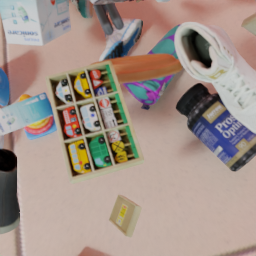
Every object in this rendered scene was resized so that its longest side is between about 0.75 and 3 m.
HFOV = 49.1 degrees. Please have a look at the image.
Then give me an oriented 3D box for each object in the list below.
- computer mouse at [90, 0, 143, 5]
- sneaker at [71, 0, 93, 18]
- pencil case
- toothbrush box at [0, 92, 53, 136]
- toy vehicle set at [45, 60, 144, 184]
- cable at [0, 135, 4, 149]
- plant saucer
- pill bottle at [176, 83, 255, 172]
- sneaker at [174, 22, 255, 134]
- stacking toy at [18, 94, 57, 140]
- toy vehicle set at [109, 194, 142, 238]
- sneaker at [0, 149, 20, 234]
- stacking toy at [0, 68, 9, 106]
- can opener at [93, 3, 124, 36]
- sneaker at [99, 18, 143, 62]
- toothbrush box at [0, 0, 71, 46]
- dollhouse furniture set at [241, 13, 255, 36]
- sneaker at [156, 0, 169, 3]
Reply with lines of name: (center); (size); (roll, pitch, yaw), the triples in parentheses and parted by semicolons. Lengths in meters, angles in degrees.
computer mouse: (-0.002, -3.005, 5.928); (1.180, 0.472, 2.153); (-4, 19, 38)
sneaker: (-1.864, -4.914, 10.450); (0.952, 0.851, 2.383); (-10, 59, -1)
pencil case: (1.145, -1.982, 8.820); (1.319, 1.215, 2.855); (28, 68, 29)
toothbrush box: (-2.369, -0.307, 6.316); (1.276, 0.934, 0.544); (-23, 99, -16)
toy vehicle set: (-0.427, -0.111, 3.387); (0.858, 0.183, 1.382); (-16, 70, -6)
cable: (-4.567, 0.420, 8.018); (1.860, 0.644, 1.860); (30, 69, 12)
plant saucer: (0.047, -1.245, 5.721); (2.061, 2.061, 0.333); (-8, 108, -4)
pill bottle: (2.552, -0.089, 7.856); (1.367, 1.367, 2.444); (-37, 70, -16)
sneaker: (1.760, -0.782, 4.935); (1.492, 0.951, 2.581); (-17, 68, -52)
stacking toy: (-2.684, -0.465, 7.851); (0.971, 1.673, 0.918); (-22, 67, -10)
toy vehicle set: (-0.068, 1.508, 4.895); (0.108, 0.817, 0.508); (24, 82, -22)
sneaker: (-2.205, 0.615, 4.208); (1.925, 0.720, 1.022); (25, 111, 31)
stacking toy: (-5.163, -1.179, 8.556); (2.571, 1.411, 1.492); (-18, 69, 5)
can opener: (-0.574, -3.217, 7.825); (0.604, 0.757, 2.264); (-25, 52, 7)
sneaker: (-0.454, -2.922, 9.545); (1.040, 0.900, 2.400); (22, 58, 17)
toothbrush box: (-2.369, -3.522, 7.034); (1.048, 2.457, 1.799); (7, 31, 11)
dollhouse furniture set: (3.182, -2.745, 5.899); (0.679, 0.795, 1.535); (28, 81, -14)
sneaker: (1.002, -4.019, 8.385); (0.417, 1.018, 0.376); (22, 92, -29)
